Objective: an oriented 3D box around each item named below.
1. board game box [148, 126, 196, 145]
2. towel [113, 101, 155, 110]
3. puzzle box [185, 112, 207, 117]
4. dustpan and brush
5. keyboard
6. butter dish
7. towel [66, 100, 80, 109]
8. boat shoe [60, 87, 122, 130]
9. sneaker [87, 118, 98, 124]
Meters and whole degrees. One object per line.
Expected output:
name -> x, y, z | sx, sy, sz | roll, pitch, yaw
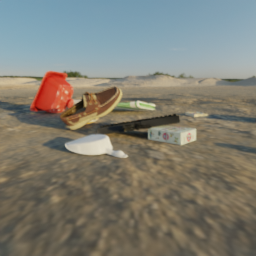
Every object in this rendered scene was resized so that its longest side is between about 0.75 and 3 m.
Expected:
board game box -> 1.014, 0.151, 6.514 | 0.903, 0.290, 0.667 | 7, 12, 42
towel -> -0.334, -0.993, 12.172 | 2.553, 0.299, 1.947 | 4, 3, 26
puzzle box -> 2.698, -0.539, 11.158 | 0.566, 0.108, 0.851 | -3, 10, -14
dustpan and brush -> -0.505, 0.376, 5.313 | 1.202, 0.344, 0.839 | -1, 12, 39
keyboard -> 0.253, -0.092, 6.903 | 2.001, 0.257, 1.201 | -10, 4, 9
butter dish -> -2.960, -1.309, 11.958 | 1.385, 1.869, 1.874 | 30, 12, 9
towel -> -2.808, -1.240, 14.483 | 2.268, 0.391, 1.503 | 8, 12, 40
boat shoe -> -1.021, -0.628, 7.548 | 1.798, 0.647, 0.649 | -29, 52, 6
sneaker -> -1.221, -0.467, 8.967 | 0.864, 0.719, 1.917 | -3, 17, 18
